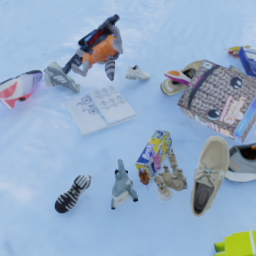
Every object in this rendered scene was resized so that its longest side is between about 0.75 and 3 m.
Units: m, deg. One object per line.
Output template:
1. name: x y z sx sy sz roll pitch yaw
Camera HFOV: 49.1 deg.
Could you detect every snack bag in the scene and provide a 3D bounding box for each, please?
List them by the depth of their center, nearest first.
1. snack bag: -0.984 -0.640 9.283 1.958 0.210 1.846 -19 48 -19

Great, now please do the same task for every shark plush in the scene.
1. shark plush: -0.124 1.279 6.926 0.696 0.638 1.532 -16 32 23

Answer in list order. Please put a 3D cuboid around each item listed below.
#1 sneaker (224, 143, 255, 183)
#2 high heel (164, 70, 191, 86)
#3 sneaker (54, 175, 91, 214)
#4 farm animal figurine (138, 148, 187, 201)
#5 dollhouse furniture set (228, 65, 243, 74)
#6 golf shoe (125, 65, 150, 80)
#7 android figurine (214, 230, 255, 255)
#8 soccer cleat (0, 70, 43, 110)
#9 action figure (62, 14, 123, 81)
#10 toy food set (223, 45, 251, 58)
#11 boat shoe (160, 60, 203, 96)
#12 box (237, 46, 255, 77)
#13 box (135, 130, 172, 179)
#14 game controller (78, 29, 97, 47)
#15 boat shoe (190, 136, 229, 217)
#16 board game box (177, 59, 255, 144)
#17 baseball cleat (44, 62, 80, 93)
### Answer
1. sneaker: 3.653 0.859 7.320 2.486 0.986 0.919 0 43 -11
2. high heel: 1.787 -1.547 9.392 1.269 0.609 0.427 7 51 -6
3. sneaker: -1.277 1.613 6.927 0.434 0.662 1.146 44 98 11
4. farm animal figurine: 0.956 1.177 6.855 1.271 0.663 1.257 -34 34 -22
5. dollhouse furniture set: 4.048 -1.883 10.550 0.880 0.608 0.932 38 21 4
6. golf shoe: 0.410 -2.046 10.317 1.095 0.532 0.429 -9 24 -39
7. android figurine: 2.421 2.475 5.762 1.283 0.264 1.168 -21 5 19
8. soccer cleat: -3.638 -1.381 9.677 0.809 0.868 2.371 -19 18 23
9. action figure: -0.976 -2.217 8.994 1.391 2.659 2.572 44 23 -16
10. toy food set: 4.584 -3.185 11.739 1.154 0.377 0.679 -16 24 -17
11. boat shoe: 2.232 -1.863 9.931 2.280 0.868 0.817 -35 90 -22
12. box: 5.010 -2.307 10.510 1.386 0.371 2.287 14 38 -2
13. box: 0.738 0.698 7.785 0.456 0.497 1.418 5 42 32
14. game controller: -1.513 -3.940 12.447 0.802 0.324 1.538 23 51 21
15. boat shoe: 1.812 1.110 6.322 0.672 1.863 0.605 18 12 21
16. board game box: 2.800 -0.790 8.271 2.050 0.993 1.634 30 89 28
17. baseball cleat: -2.438 -1.659 10.170 0.873 0.572 1.640 -44 70 5
